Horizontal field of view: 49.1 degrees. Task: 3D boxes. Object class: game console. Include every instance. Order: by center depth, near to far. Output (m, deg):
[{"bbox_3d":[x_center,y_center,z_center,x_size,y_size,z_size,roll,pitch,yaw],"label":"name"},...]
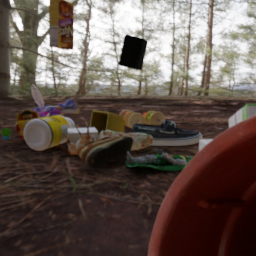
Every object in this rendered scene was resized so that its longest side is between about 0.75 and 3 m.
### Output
[{"bbox_3d":[0.265,-3.644,13.652,0.866,1.489,1.309,17,14,15],"label":"game console"}]

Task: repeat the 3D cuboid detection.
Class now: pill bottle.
[{"bbox_3d":[-2.707,0.113,10.016,1.074,1.074,1.917,3,9,18],"label":"pill bottle"}]

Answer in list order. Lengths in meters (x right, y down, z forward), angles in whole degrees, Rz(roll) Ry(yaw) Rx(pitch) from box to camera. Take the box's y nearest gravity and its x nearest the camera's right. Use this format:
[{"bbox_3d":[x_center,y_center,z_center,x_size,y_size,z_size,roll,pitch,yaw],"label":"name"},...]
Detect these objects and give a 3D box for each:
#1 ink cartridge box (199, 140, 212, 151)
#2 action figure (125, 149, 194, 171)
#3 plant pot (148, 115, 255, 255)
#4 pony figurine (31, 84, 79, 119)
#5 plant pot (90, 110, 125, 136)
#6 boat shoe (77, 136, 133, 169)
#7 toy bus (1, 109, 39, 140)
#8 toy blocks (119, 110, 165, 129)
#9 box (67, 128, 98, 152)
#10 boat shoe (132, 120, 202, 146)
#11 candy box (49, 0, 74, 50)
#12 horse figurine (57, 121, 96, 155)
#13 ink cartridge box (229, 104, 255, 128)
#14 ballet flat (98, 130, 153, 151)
[{"bbox_3d":[2.572,0.893,5.921,1.454,0.842,2.503,-1,10,-4],"label":"ink cartridge box"},{"bbox_3d":[0.892,0.860,7.429,1.840,0.503,1.087,2,6,-7],"label":"action figure"},{"bbox_3d":[1.656,1.061,1.503,2.220,2.282,2.282,4,6,-34],"label":"plant pot"},{"bbox_3d":[-3.777,-0.698,13.366,2.655,2.211,2.563,-10,-19,-32],"label":"pony figurine"},{"bbox_3d":[-0.761,-0.068,11.314,1.129,1.103,1.096,6,3,-43],"label":"plant pot"},{"bbox_3d":[-0.618,0.538,7.962,0.734,0.752,1.988,26,21,30],"label":"boat shoe"},{"bbox_3d":[-3.805,-0.224,10.696,1.822,0.941,1.719,-23,-17,26],"label":"toy bus"},{"bbox_3d":[0.573,-0.499,14.458,1.943,0.846,2.331,-4,10,-18],"label":"toy blocks"},{"bbox_3d":[-1.565,0.387,9.616,0.996,0.654,1.001,-2,10,-13],"label":"box"},{"bbox_3d":[1.442,0.140,10.369,2.643,0.896,0.948,0,9,-1],"label":"boat shoe"},{"bbox_3d":[-1.603,-2.476,6.768,0.313,1.108,0.646,8,13,21],"label":"candy box"},{"bbox_3d":[-1.553,0.443,8.688,1.399,0.927,0.349,-33,-19,20],"label":"horse figurine"},{"bbox_3d":[4.714,-0.159,10.106,1.561,0.902,2.146,1,-11,4],"label":"ink cartridge box"},{"bbox_3d":[-0.111,0.495,9.330,1.881,0.711,0.601,3,35,9],"label":"ballet flat"}]
